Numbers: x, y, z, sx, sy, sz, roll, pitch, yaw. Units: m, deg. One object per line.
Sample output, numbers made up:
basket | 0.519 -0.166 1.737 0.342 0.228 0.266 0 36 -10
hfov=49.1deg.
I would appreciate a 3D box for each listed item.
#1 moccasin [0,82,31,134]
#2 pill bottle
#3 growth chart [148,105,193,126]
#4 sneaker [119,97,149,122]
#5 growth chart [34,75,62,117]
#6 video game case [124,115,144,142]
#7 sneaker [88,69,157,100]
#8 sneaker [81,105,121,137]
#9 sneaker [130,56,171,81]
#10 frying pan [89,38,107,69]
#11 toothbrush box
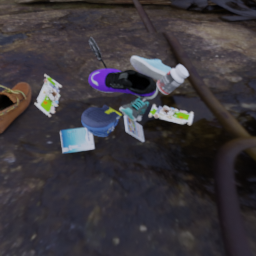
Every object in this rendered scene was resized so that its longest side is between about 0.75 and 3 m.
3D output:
moccasin | -4.828 -1.021 11.154 1.094 1.154 2.990 11 40 13
pill bottle | 1.328 -1.443 8.382 0.518 0.893 0.518 28 41 -28
growth chart | 1.548 -0.479 9.971 1.603 0.142 1.160 12 30 3
sneaker | 0.290 -0.775 10.288 0.767 0.901 1.976 38 10 6
growth chart | -2.633 -1.043 9.284 0.871 1.204 0.107 30 14 17
video game case | 0.167 0.026 7.735 0.068 0.755 0.541 -29 49 27
sneaker | -0.220 -1.776 10.343 2.683 0.933 1.334 10 -5 6
sneaker | -0.793 -0.090 8.001 0.784 0.872 2.119 34 13 9
sneaker | 0.862 -2.263 10.266 1.591 0.588 0.652 29 63 -2
frying pan | -1.341 -3.193 11.991 0.251 1.542 0.933 -30 63 -7
toothbrush box | -1.732 0.422 9.504 1.046 0.766 0.446 -8 -5 -17
